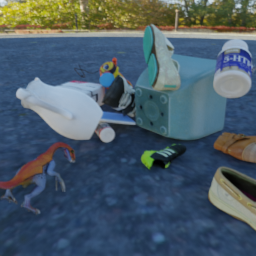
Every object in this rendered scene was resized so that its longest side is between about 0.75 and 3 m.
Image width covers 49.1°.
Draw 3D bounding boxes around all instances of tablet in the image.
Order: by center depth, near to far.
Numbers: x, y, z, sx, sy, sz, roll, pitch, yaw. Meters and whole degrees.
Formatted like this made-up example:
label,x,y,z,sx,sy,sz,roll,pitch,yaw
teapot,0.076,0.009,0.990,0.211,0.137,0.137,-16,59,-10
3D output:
label,x,y,z,sx,sy,sz,roll,pitch,yaw
tablet,-0.842,-0.365,9.144,1.963,0.134,1.278,6,13,-18

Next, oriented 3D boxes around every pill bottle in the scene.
label,x,y,z,sx,sy,sz,roll,pitch,yaw
pill bottle,2.519,-1.461,6.711,0.814,0.814,1.360,7,54,16
pill bottle,-0.763,0.083,8.681,0.462,0.462,0.834,-9,25,-20

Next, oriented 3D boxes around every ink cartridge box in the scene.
label,x,y,z,sx,sy,sz,roll,pitch,yaw
ink cartridge box,-2.019,-1.187,10.954,1.488,0.854,2.048,12,23,18

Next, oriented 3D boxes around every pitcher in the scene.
label,x,y,z,sx,sy,sz,roll,pitch,yaw
pitcher,-1.580,-0.426,6.515,1.866,1.131,1.600,27,7,-10

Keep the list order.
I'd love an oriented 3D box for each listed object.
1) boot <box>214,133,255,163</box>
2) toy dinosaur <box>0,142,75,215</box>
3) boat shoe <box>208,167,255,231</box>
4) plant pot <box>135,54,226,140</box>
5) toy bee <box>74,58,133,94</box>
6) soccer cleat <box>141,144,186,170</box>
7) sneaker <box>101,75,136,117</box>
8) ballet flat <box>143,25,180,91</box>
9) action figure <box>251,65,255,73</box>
label,x,y,z,sx,sy,sz,roll,pitch,yaw
boot,3.359,0.420,7.854,1.347,0.665,1.735,17,35,43
toy dinosaur,-1.735,0.861,5.827,0.996,1.897,1.721,19,58,7
boat shoe,2.587,1.433,5.115,2.381,0.790,0.881,20,30,38
plant pot,1.470,-0.869,8.755,2.318,2.270,2.276,-24,33,-38
toy bee,-0.672,-2.161,11.513,1.428,2.627,1.720,-52,13,-15
soccer cleat,0.985,0.771,7.223,1.363,0.460,0.552,-10,46,-25
sneaker,-0.030,-0.977,9.538,1.285,1.075,2.903,33,7,5
ballet flat,0.952,-1.984,8.024,0.860,0.930,2.759,7,49,-11
action figure,4.026,-2.065,9.552,0.757,0.263,0.493,12,41,24
